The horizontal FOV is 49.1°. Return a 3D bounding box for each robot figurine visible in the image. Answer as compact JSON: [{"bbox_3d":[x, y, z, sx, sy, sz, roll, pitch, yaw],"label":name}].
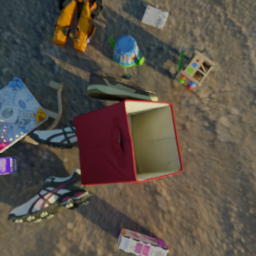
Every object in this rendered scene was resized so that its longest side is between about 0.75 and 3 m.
[{"bbox_3d":[-1.966,-4.296,10.883,1.814,0.728,2.502,17,85,2],"label":"robot figurine"}]

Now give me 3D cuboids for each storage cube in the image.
[{"bbox_3d":[-0.007,0.539,9.081,2.427,2.700,2.308,-14,82,41],"label":"storage cube"}]

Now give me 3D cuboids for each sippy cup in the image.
[{"bbox_3d":[-0.074,-2.951,10.593,1.366,1.001,1.072,2,83,1],"label":"sippy cup"}]

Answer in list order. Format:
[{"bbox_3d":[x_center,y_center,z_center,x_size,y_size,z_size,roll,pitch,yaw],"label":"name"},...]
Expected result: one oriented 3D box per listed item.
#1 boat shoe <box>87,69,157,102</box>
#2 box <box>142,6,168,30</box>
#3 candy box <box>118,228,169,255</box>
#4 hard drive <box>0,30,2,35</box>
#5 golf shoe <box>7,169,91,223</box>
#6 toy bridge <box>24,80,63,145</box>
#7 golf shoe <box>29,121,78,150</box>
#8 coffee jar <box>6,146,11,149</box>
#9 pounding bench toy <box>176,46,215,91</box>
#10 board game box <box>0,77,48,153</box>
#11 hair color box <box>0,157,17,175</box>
[{"bbox_3d":[-0.060,-1.353,9.407,1.067,2.915,0.945,-1,87,44],"label":"boat shoe"},{"bbox_3d":[1.073,-4.401,11.168,0.885,0.182,0.690,20,84,1],"label":"box"},{"bbox_3d":[0.494,4.070,9.750,1.656,1.130,0.505,16,82,1],"label":"candy box"},{"bbox_3d":[-5.452,-3.643,11.102,0.557,0.151,0.797,31,85,4],"label":"hard drive"},{"bbox_3d":[-2.848,2.532,10.082,2.973,1.148,1.310,-19,67,-7],"label":"golf shoe"},{"bbox_3d":[-3.010,-0.554,10.654,0.862,0.349,2.565,22,84,2],"label":"toy bridge"},{"bbox_3d":[-2.114,0.184,10.284,2.781,1.081,1.314,7,81,-10],"label":"golf shoe"},{"bbox_3d":[-4.962,0.443,10.455,1.223,0.522,0.638,7,78,1],"label":"coffee jar"},{"bbox_3d":[2.260,-2.240,10.565,1.454,0.904,1.134,37,85,4],"label":"pounding bench toy"},{"bbox_3d":[-4.444,-0.545,10.334,2.194,0.284,2.194,-37,72,-10],"label":"board game box"},{"bbox_3d":[-4.713,1.357,9.645,1.048,1.918,0.621,-6,86,-1],"label":"hair color box"}]
